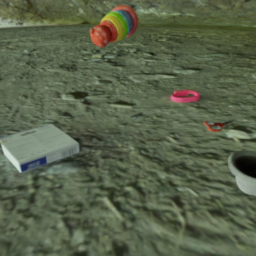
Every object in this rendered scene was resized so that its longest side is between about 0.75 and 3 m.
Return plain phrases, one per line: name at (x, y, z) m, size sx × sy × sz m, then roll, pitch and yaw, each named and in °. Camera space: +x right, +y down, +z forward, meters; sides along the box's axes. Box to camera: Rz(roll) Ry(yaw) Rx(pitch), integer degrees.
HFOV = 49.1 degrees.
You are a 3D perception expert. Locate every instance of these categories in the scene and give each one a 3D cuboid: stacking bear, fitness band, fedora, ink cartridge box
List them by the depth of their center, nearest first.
fedora at (3.256, 1.241, 7.268) m, size 1.318 × 0.673 × 1.490 m, roll 0°, pitch 25°, yaw 0°
ink cartridge box at (-2.880, 0.574, 8.966) m, size 1.912 × 0.422 × 1.947 m, roll -19°, pitch 30°, yaw -35°
stacking bear at (-0.704, -4.252, 12.053) m, size 1.305 × 1.394 × 2.295 m, roll -11°, pitch 28°, yaw 51°
fitness band at (2.752, -1.517, 13.524) m, size 1.387 × 0.260 × 0.996 m, roll -9°, pitch 30°, yaw -15°

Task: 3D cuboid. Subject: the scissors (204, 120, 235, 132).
scissors at (2.383, -0.058, 7.006) m, size 1.139 × 0.079 × 0.417 m, roll -2°, pitch 35°, yaw -27°
